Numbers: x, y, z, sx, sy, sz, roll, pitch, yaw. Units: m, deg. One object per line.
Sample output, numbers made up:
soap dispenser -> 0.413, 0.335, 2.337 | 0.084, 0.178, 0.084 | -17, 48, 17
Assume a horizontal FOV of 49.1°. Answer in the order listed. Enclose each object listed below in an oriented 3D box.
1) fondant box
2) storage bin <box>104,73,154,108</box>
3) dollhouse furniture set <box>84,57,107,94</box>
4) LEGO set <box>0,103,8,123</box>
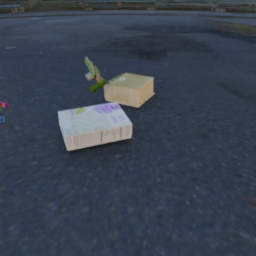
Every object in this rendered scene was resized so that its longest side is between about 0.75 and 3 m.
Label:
fondant box -> -1.191, -0.115, 9.818 | 2.246, 0.654, 1.620 | -10, 36, -18
storage bin -> 0.059, -1.829, 13.147 | 1.812, 0.855, 1.825 | 13, 32, 24
dollhouse furniture set -> -1.600, -2.184, 11.794 | 0.775, 1.011, 1.543 | -34, -6, 5
LEGO set -> -4.313, -0.431, 8.557 | 0.727, 0.676, 1.772 | 3, 6, -8
